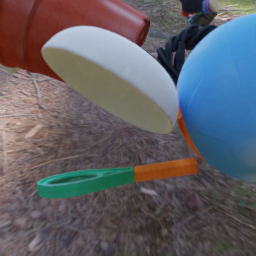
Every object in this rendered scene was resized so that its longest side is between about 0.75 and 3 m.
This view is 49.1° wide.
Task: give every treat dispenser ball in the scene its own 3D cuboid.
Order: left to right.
[{"bbox_3d":[2.195,-0.475,4.748,2.764,2.764,2.764,0,38,0],"label":"treat dispenser ball"}]

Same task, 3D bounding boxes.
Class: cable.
[{"bbox_3d":[2.109,-1.648,7.402,2.951,0.750,2.408,-40,81,-21],"label":"cable"}]

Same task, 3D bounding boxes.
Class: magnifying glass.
[{"bbox_3d":[-0.189,0.850,4.959,2.792,0.313,1.111,-6,1,0],"label":"magnifying glass"}]

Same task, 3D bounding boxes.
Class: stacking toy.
[{"bbox_3d":[1.931,-3.290,7.735,1.011,0.431,0.431,-1,30,41],"label":"stacking toy"}]

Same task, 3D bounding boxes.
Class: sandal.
[{"bbox_3d":[1.436,-2.991,6.206,0.676,0.381,1.779,2,6,5],"label":"sandal"}]

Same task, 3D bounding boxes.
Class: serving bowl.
[{"bbox_3d":[-0.167,-0.850,4.648,2.418,2.418,0.795,25,78,28],"label":"serving bowl"}]

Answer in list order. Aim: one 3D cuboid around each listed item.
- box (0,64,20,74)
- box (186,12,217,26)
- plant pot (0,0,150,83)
[{"bbox_3d":[-3.173,-2.203,7.843,0.557,1.144,0.711,38,48,3],"label":"box"},{"bbox_3d":[2.868,-4.470,11.102,0.612,0.971,0.987,14,48,-23],"label":"box"},{"bbox_3d":[-1.172,-2.227,6.855,2.847,2.927,2.927,26,42,1],"label":"plant pot"}]
